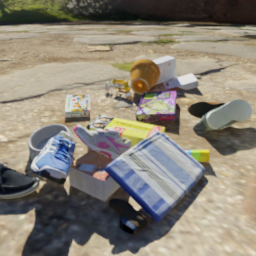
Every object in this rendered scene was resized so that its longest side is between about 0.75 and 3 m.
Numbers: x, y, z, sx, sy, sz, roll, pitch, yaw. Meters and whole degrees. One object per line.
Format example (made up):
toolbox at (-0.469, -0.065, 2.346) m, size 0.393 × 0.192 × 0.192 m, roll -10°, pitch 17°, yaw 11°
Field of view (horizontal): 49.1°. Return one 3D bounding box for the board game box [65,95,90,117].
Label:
board game box at (-2.311, -1.042, 12.929) m, size 1.094 × 0.300 × 1.733 m, roll -3°, pitch 32°, yaw -7°

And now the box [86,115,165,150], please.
box at (-0.106, 0.233, 10.062) m, size 2.690 × 0.674 × 1.012 m, roll 13°, pitch 34°, yaw 22°

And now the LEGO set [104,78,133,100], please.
LEGO set at (-0.258, -1.996, 14.856) m, size 2.071 × 0.771 × 0.953 m, roll 30°, pitch 70°, yaw 36°

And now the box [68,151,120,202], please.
box at (-0.889, 1.316, 7.929) m, size 1.304 × 0.694 × 0.993 m, roll 16°, pitch 31°, yaw 29°

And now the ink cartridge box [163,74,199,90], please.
ink cartridge box at (2.999, -2.525, 16.144) m, size 1.824 × 0.457 × 1.467 m, roll -17°, pitch 26°, yaw 8°

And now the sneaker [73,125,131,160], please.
sneaker at (-0.739, 0.330, 8.598) m, size 2.016 × 0.889 × 0.820 m, roll 31°, pitch -1°, yaw -33°

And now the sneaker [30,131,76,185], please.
sneaker at (-1.948, 0.724, 7.535) m, size 0.961 × 0.978 × 2.539 m, roll 29°, pitch 3°, yaw -19°

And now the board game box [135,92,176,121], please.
board game box at (1.344, -1.029, 12.826) m, size 1.648 × 0.443 × 2.745 m, roll -5°, pitch 25°, yaw 14°

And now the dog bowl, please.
dog bowl at (-2.625, 0.472, 9.476) m, size 1.599 × 0.469 × 1.599 m, roll -6°, pitch 38°, yaw 5°

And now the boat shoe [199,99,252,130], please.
boat shoe at (3.937, -0.497, 11.305) m, size 2.590 × 0.943 × 0.800 m, roll -18°, pitch -6°, yaw -28°

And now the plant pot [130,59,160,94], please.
plant pot at (0.799, -2.632, 15.069) m, size 1.627 × 1.627 × 1.490 m, roll 7°, pitch 43°, yaw 13°

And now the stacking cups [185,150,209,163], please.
stacking cups at (1.879, 0.882, 9.083) m, size 1.422 × 0.430 × 0.430 m, roll 2°, pitch 27°, yaw 4°

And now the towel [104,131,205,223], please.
towel at (0.849, 1.189, 7.882) m, size 2.001 × 0.324 × 2.725 m, roll 41°, pitch 41°, yaw 18°

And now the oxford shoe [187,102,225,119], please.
oxford shoe at (3.302, -0.824, 12.259) m, size 2.118 × 0.755 × 0.755 m, roll -3°, pitch 16°, yaw -32°

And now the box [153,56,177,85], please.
box at (1.956, -3.403, 16.530) m, size 1.591 × 1.212 × 0.846 m, roll -22°, pitch 31°, yaw -19°

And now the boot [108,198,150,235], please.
boot at (-0.115, 2.091, 6.680) m, size 1.158 × 0.433 × 0.561 m, roll 19°, pitch 30°, yaw 29°

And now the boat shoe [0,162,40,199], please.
boat shoe at (-3.611, 1.382, 7.770) m, size 2.364 × 0.736 × 0.882 m, roll 7°, pitch 26°, yaw 11°
